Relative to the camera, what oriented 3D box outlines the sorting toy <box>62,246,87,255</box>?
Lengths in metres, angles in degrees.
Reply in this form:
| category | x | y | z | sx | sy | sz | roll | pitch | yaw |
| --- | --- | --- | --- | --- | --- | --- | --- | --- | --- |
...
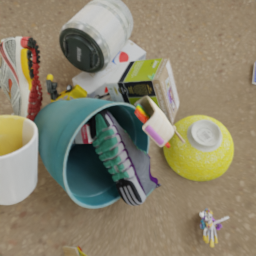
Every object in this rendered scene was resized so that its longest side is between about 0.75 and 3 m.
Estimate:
| category | x | y | z | sx | sy | sz | roll | pitch | yaw |
| --- | --- | --- | --- | --- | --- | --- | --- | --- | --- |
| sorting toy | -1.381 | 3.548 | 7.607 | 0.259 | 1.530 | 0.737 | -18 | 88 | -42 |

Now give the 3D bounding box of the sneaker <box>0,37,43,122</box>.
| category | x | y | z | sx | sy | sz | roll | pitch | yaw |
| --- | --- | --- | --- | --- | --- | --- | --- | --- | --- |
| sneaker | -3.318 | -1.299 | 8.506 | 1.176 | 2.862 | 1.114 | 6 | 20 | 4 |

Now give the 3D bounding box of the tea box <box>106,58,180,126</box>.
| category | x | y | z | sx | sy | sz | roll | pitch | yaw |
| --- | --- | --- | --- | --- | --- | --- | --- | --- | --- |
| tea box | 0.526 | -1.060 | 8.806 | 1.761 | 1.790 | 1.196 | 2 | 45 | 26 |

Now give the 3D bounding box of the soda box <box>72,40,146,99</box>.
| category | x | y | z | sx | sy | sz | roll | pitch | yaw |
| --- | --- | --- | --- | --- | --- | --- | --- | --- | --- |
| soda box | -0.684 | -2.176 | 11.063 | 2.998 | 0.954 | 1.021 | -40 | 68 | -20 |

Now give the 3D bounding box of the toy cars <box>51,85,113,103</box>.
| category | x | y | z | sx | sy | sz | roll | pitch | yaw |
| --- | --- | --- | --- | --- | --- | --- | --- | --- | --- |
| toy cars | -1.386 | -0.934 | 10.006 | 2.767 | 1.241 | 0.613 | 1 | 57 | -10 |

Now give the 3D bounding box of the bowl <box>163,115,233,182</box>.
| category | x | y | z | sx | sy | sz | roll | pitch | yaw |
| --- | --- | --- | --- | --- | --- | --- | --- | --- | --- |
| bowl | 2.469 | 0.462 | 9.425 | 2.423 | 1.304 | 2.423 | 0 | 62 | 0 |

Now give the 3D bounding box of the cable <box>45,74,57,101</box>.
| category | x | y | z | sx | sy | sz | roll | pitch | yaw |
| --- | --- | --- | --- | --- | --- | --- | --- | --- | --- |
| cable | -2.386 | -1.150 | 8.392 | 0.417 | 1.659 | 0.806 | 3 | 104 | -7 |

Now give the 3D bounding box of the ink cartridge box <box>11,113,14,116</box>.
| category | x | y | z | sx | sy | sz | roll | pitch | yaw |
| --- | --- | --- | --- | --- | --- | --- | --- | --- | --- |
| ink cartridge box | -3.512 | -0.201 | 9.796 | 1.013 | 0.735 | 0.424 | 17 | 74 | -37 |

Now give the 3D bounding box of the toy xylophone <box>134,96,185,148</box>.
| category | x | y | z | sx | sy | sz | roll | pitch | yaw |
| --- | --- | --- | --- | --- | --- | --- | --- | --- | --- |
| toy xylophone | 0.782 | -0.132 | 7.478 | 0.511 | 2.035 | 1.490 | -41 | 101 | 11 |

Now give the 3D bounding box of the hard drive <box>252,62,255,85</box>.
| category | x | y | z | sx | sy | sz | roll | pitch | yaw |
| --- | --- | --- | --- | --- | --- | --- | --- | --- | --- |
| hard drive | 5.996 | -2.081 | 11.431 | 1.687 | 0.214 | 1.113 | 15 | 62 | 8 |

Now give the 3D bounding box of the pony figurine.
| category | x | y | z | sx | sy | sz | roll | pitch | yaw |
| --- | --- | --- | --- | --- | --- | --- | --- | --- | --- |
| pony figurine | 2.482 | 2.880 | 8.309 | 0.871 | 1.010 | 1.046 | -2 | 81 | 30 |

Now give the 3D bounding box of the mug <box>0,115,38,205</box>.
| category | x | y | z | sx | sy | sz | roll | pitch | yaw |
| --- | --- | --- | --- | --- | --- | --- | --- | --- | --- |
| mug | -3.280 | 0.846 | 7.610 | 1.916 | 1.964 | 2.392 | -1 | 34 | -4 |

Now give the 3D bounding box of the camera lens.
| category | x | y | z | sx | sy | sz | roll | pitch | yaw |
| --- | --- | --- | --- | --- | --- | --- | --- | --- | --- |
| camera lens | -1.109 | -3.293 | 9.971 | 1.943 | 1.943 | 2.429 | 24 | 56 | 12 |

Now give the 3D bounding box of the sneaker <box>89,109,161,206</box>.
| category | x | y | z | sx | sy | sz | roll | pitch | yaw |
| --- | --- | --- | --- | --- | --- | --- | --- | --- | --- |
| sneaker | -0.079 | 0.708 | 8.151 | 1.279 | 1.087 | 2.922 | -25 | 93 | -43 |

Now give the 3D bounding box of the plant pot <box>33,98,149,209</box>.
| category | x | y | z | sx | sy | sz | roll | pitch | yaw |
| --- | --- | --- | --- | --- | --- | --- | --- | --- | --- |
| plant pot | -1.397 | 0.428 | 8.486 | 2.818 | 2.999 | 2.999 | 21 | 59 | 42 |

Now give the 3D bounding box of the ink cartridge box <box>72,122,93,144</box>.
| category | x | y | z | sx | sy | sz | roll | pitch | yaw |
| --- | --- | --- | --- | --- | --- | --- | --- | --- | --- |
| ink cartridge box | -1.270 | 0.137 | 8.919 | 1.018 | 1.407 | 0.593 | -11 | 95 | -42 |
